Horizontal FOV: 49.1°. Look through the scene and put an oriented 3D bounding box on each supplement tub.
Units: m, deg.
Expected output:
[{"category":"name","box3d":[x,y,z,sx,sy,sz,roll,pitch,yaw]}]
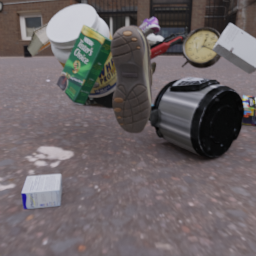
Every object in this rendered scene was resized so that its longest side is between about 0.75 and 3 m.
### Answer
[{"category":"supplement tub","box3d":[-1.283,-2.358,8.927,1.828,2.532,1.828,-8,59,14]}]

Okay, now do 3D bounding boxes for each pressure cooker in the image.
[{"category":"pressure cooker","box3d":[1.960,-0.403,8.789,2.199,2.233,2.500,39,-8,-36]}]

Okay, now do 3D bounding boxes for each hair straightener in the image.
[{"category":"hair straightener","box3d":[1.072,-2.587,8.351,1.672,0.342,0.643,-35,43,-11]}]

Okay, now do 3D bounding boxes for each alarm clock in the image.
[{"category":"alarm clock","box3d":[2.831,-2.816,9.813,2.004,1.351,0.667,-8,-13,25]}]

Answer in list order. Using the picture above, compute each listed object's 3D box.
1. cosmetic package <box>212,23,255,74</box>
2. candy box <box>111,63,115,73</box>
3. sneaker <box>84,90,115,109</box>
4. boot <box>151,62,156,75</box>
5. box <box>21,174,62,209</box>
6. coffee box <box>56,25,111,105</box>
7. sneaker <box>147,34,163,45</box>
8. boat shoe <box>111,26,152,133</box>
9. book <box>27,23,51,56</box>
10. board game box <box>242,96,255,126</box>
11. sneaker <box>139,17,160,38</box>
[{"category":"cosmetic package","box3d":[3.134,-2.185,7.811,1.319,0.745,0.535,31,-6,2]},{"category":"candy box","box3d":[-0.297,-2.130,8.423,0.120,0.912,0.466,18,-25,-1]},{"category":"sneaker","box3d":[-1.285,-1.701,14.409,2.863,1.061,1.267,9,23,24]},{"category":"boot","box3d":[1.108,-2.894,14.362,0.407,1.089,0.528,29,10,9]},{"category":"box","box3d":[-1.872,1.385,6.159,0.776,0.407,0.714,-2,19,-9]},{"category":"coffee box","box3d":[-1.144,-1.625,7.204,0.393,1.786,1.098,11,26,-48]},{"category":"sneaker","box3d":[1.006,-3.907,12.598,1.582,0.592,0.788,41,60,22]},{"category":"boat shoe","box3d":[0.203,-0.985,5.996,0.878,2.356,0.864,14,34,20]},{"category":"book","box3d":[-2.709,-3.181,9.758,1.376,0.495,2.060,-40,17,-20]},{"category":"board game box","box3d":[5.970,-0.712,11.976,2.158,0.740,2.610,9,20,20]},{"category":"sneaker","box3d":[0.502,-2.918,8.176,0.994,0.439,0.400,-8,-13,43]}]
